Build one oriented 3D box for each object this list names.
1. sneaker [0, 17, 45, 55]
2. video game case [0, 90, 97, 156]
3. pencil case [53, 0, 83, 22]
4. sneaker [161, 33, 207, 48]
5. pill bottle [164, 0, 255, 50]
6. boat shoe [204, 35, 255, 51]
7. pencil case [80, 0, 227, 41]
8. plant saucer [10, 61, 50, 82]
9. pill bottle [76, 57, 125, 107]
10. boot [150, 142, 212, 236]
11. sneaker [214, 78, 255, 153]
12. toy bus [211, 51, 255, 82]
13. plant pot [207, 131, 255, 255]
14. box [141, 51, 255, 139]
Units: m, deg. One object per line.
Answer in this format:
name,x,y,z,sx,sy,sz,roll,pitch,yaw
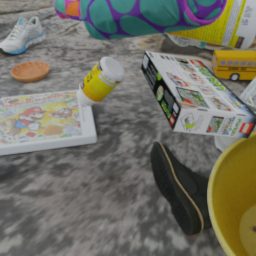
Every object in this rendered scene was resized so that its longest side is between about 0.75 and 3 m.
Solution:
sneaker,-4.641,-4.025,11.976,1.013,1.171,2.701,13,41,14
video game case,-2.340,-0.272,7.867,2.661,0.305,2.422,-8,39,-9
pencil case,-1.075,-4.066,9.296,2.681,1.185,1.185,10,39,11
sneaker,1.250,-2.672,7.510,1.190,1.012,2.609,18,12,31
pill bottle,1.410,-2.375,5.506,2.266,1.238,1.238,16,41,13
boat shoe,4.133,-3.839,11.893,2.615,0.939,0.990,10,39,13
pencil case,0.209,-1.704,3.688,2.122,0.903,0.981,16,75,49
plant saucer,-3.522,-2.023,10.147,1.354,0.253,1.354,0,37,0
pill bottle,-0.642,-0.970,6.151,0.628,1.149,0.628,29,40,-28
boot,1.421,1.101,5.870,1.428,0.800,2.065,-9,52,-18
sneaker,2.076,-0.396,4.575,0.757,2.018,0.875,36,16,17
toy bus,4.148,-2.179,9.810,2.294,0.898,0.747,2,38,2
plant pot,2.433,1.448,4.286,2.444,1.735,2.444,-6,54,8
box,1.057,-0.670,4.815,1.248,0.394,2.267,6,32,-15
